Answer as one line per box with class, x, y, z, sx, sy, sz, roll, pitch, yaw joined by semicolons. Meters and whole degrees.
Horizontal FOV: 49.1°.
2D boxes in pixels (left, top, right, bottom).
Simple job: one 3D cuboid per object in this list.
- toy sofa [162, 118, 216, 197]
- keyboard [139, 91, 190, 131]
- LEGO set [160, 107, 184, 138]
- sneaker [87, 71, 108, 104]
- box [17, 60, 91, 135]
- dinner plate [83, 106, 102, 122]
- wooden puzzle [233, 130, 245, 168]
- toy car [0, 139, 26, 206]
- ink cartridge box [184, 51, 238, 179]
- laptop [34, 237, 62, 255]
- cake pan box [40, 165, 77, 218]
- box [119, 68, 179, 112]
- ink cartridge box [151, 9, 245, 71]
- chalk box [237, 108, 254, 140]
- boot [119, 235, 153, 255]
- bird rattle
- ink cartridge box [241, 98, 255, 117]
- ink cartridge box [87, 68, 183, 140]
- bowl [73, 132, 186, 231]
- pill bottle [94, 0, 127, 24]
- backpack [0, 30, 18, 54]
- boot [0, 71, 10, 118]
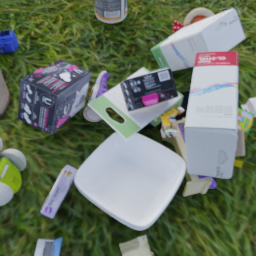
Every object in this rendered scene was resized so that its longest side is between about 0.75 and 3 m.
toy sofa;1.954;0.870;8.818;1.128;0.958;2.312;-11;56;-6
keyboard;1.309;-0.784;10.334;2.861;0.367;1.718;-11;58;-9
LEGO set;1.360;-0.144;9.069;0.685;0.555;1.490;11;36;13
sneaker;-1.006;-1.386;10.677;0.763;0.737;1.828;23;52;-16
box;-2.373;-1.086;9.327;1.321;1.522;2.303;24;33;8
dinner plate;-1.239;-0.531;10.309;0.802;0.097;0.802;0;57;0
wooden puzzle;3.276;0.517;9.046;1.000;0.173;1.482;3;95;5
toy car;-4.108;1.269;8.016;1.542;2.057;1.800;-28;35;22
ink cartridge box;2.342;-0.393;7.769;1.201;2.113;2.900;4;50;18
laptop;-2.154;3.304;7.442;0.772;0.447;0.723;3;55;2
cake pan box;-1.933;1.781;7.692;0.372;1.311;1.424;28;70;-8
box;0.640;-1.201;8.919;1.527;0.876;1.009;-18;93;-15
ink cartridge box;2.545;-3.181;10.556;2.021;2.781;1.217;-37;108;-23
chalk box;3.790;-0.171;9.660;0.760;0.754;1.217;21;58;13
boot;0.675;3.420;7.242;1.684;0.613;1.309;-13;60;-1
bird rattle;2.959;-4.263;12.020;2.139;1.744;1.205;34;41;12
ink cartridge box;4.816;-0.781;10.316;1.077;0.364;0.627;-11;57;-7
ink cartridge box;0.277;-0.795;9.728;2.726;0.654;1.984;-38;64;-22
bowl;0.109;1.525;8.195;2.640;0.985;2.636;27;54;23
pill bottle;-0.814;-6.318;12.741;1.562;2.684;1.562;0;55;-1
backpack;-5.393;-3.682;12.053;1.018;0.827;0.854;-6;58;-5
boot;-5.173;-2.082;10.105;1.050;2.186;2.989;-15;57;-12
